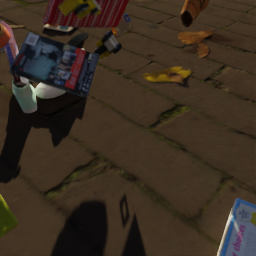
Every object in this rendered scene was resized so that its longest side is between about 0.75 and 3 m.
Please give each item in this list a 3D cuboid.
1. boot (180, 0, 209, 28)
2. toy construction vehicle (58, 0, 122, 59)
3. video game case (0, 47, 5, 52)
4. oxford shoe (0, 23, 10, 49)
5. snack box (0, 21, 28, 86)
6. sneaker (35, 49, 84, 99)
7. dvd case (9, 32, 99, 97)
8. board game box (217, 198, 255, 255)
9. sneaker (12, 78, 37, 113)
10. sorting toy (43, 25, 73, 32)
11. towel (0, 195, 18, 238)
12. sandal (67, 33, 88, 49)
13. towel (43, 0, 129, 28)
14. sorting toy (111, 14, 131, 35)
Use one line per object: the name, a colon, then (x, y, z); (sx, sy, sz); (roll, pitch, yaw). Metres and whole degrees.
boot: (1.849, -3.671, 7.394); (0.668, 1.813, 1.402); (29, 82, 25)
toy construction vehicle: (-0.662, -1.780, 4.871); (0.490, 1.212, 1.392); (-32, 22, 17)
video game case: (-4.442, -2.535, 6.063); (2.780, 2.535, 0.306); (-23, 16, -15)
oxford shoe: (-2.651, -1.898, 4.531); (1.958, 0.710, 0.697); (31, 70, 30)
snack box: (-2.611, -1.660, 6.351); (0.169, 1.387, 0.498); (-16, 4, -3)
sneaker: (-2.051, -1.759, 8.626); (0.835, 0.982, 2.220); (22, 45, 22)
dvd case: (-0.761, -0.688, 3.013); (0.808, 0.089, 0.590); (17, 57, -12)
board game box: (2.133, 2.509, 4.006); (1.868, 0.476, 2.779); (20, 45, 21)
sneaker: (-3.026, -1.241, 8.033); (0.602, 0.965, 1.636); (-20, 43, -20)
sorting toy: (-2.984, -4.727, 12.674); (1.354, 0.247, 1.253); (10, 41, 12)
towel: (-1.169, 0.388, 1.933); (0.409, 0.086, 0.951); (-34, 93, -48)
sandal: (-2.064, -3.235, 10.920); (0.535, 0.341, 1.423); (23, 58, 23)
towel: (-0.590, -3.044, 5.925); (0.298, 1.916, 2.649); (37, 31, 14)
sorting toy: (-0.231, -2.958, 7.773); (0.145, 0.597, 1.061); (-43, 11, -24)
